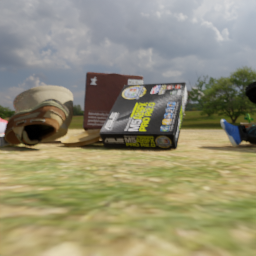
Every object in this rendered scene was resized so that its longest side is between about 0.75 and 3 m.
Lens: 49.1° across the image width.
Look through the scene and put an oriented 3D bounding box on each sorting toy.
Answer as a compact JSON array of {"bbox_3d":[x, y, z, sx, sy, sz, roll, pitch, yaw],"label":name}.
[{"bbox_3d":[4.337,0.063,9.813,0.203,1.382,1.022,-39,11,-10],"label":"sorting toy"}]

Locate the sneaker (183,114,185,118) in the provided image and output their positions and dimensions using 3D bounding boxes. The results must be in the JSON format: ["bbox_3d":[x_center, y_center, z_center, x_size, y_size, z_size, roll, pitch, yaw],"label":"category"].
[{"bbox_3d":[1.709,-0.292,10.345,0.743,1.967,0.693,6,29,29],"label":"sneaker"}]

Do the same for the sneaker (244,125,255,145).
[{"bbox_3d":[4.337,0.127,8.762,1.971,0.781,0.743,5,-21,46],"label":"sneaker"}]

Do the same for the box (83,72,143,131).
[{"bbox_3d":[-0.644,-0.787,11.637,2.221,2.198,2.677,4,-9,-4],"label":"box"}]

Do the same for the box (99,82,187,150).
[{"bbox_3d":[0.596,-0.463,8.825,2.207,0.610,2.755,1,39,20],"label":"box"}]

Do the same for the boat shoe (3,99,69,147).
[{"bbox_3d":[-2.911,0.026,8.310,2.659,0.982,1.006,-24,-50,34],"label":"boat shoe"}]

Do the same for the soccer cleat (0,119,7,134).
[{"bbox_3d":[-5.857,0.060,11.927,0.964,1.034,2.827,0,1,19],"label":"soccer cleat"}]

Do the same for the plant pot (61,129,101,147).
[{"bbox_3d":[-1.457,0.346,9.315,1.513,0.208,1.513,-11,12,2],"label":"plant pot"}]

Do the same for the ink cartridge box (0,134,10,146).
[{"bbox_3d":[-4.374,0.379,9.759,1.365,0.344,0.744,1,10,39],"label":"ink cartridge box"}]

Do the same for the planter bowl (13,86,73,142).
[{"bbox_3d":[-3.279,-0.401,11.277,2.374,1.598,2.374,-14,-20,-5],"label":"planter bowl"}]

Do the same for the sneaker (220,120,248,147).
[{"bbox_3d":[3.400,0.050,8.907,0.622,1.117,0.429,-32,-54,19],"label":"sneaker"}]

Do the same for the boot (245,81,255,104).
[{"bbox_3d":[4.500,-0.460,7.998,1.017,2.021,2.703,13,-10,-28],"label":"boot"}]
